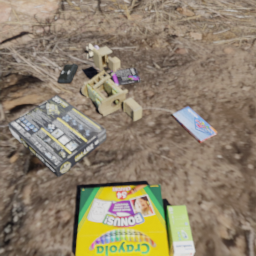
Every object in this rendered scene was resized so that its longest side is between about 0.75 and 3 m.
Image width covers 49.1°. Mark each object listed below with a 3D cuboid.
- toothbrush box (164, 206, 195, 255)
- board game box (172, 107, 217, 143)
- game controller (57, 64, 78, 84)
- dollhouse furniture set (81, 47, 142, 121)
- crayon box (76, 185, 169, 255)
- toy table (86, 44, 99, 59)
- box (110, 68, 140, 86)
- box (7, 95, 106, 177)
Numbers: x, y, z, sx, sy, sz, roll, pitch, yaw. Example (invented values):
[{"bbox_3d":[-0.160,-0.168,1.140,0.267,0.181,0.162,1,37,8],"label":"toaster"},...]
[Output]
[{"bbox_3d":[1.414,3.017,7.946,0.562,0.950,1.304,-1,47,-1],"label":"toothbrush box"},{"bbox_3d":[2.661,-0.153,11.351,0.885,0.167,1.720,-25,53,-21],"label":"board game box"},{"bbox_3d":[-2.929,-2.631,13.578,0.757,0.306,1.452,-4,46,16],"label":"game controller"},{"bbox_3d":[-0.754,-1.625,11.288,1.406,2.237,2.529,-28,53,-22],"label":"dollhouse furniture set"},{"bbox_3d":[-0.178,2.815,8.174,2.474,0.721,2.135,-4,50,1],"label":"crayon box"},{"bbox_3d":[-1.816,-3.914,14.414,0.512,0.803,0.874,-3,33,-24],"label":"toy table"},{"bbox_3d":[-0.148,-2.436,13.384,1.306,0.236,0.934,-11,49,-8],"label":"box"},{"bbox_3d":[-2.698,0.157,10.695,2.971,0.730,2.395,33,57,26],"label":"box"}]
